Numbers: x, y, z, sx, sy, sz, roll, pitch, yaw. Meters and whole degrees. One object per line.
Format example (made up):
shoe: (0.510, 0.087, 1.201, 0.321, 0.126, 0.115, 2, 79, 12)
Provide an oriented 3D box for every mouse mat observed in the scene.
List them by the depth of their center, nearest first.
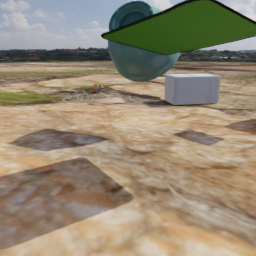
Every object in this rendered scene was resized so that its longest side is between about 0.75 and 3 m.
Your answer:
mouse mat: (0.837, -1.502, 4.486, 1.760, 0.082, 2.188, 1, 0, -40)

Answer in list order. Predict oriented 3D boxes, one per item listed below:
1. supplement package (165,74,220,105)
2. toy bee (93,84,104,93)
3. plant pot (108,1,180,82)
supplement package: (2.576, -1.601, 11.413, 1.927, 1.130, 1.126, -4, 16, -12)
toy bee: (-1.386, -1.986, 13.981, 0.832, 0.452, 0.545, 21, -20, 32)
plant pot: (0.259, -2.266, 6.909, 1.869, 1.869, 1.252, 8, -16, 25)
